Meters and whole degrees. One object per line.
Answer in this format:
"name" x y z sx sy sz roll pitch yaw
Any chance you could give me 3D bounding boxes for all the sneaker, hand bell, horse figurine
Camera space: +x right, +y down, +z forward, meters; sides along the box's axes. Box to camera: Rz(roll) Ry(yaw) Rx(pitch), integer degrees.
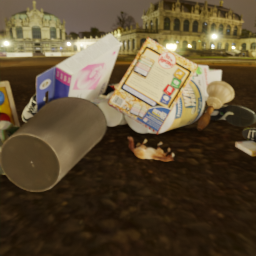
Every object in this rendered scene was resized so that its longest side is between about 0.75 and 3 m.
"sneaker" -3.078 -0.722 9.037 0.436 1.154 0.506 24 -25 -7
"sneaker" 4.797 -0.718 12.533 1.367 0.897 2.376 -15 20 -36
"sneaker" -1.123 -2.345 18.357 2.822 0.994 1.319 -10 -5 -11
"sneaker" 4.819 0.277 10.040 1.472 0.544 0.596 10 11 6
"hand bell" 3.439 -0.753 11.652 1.220 1.220 2.343 12 53 34
"horse figurine" 0.668 0.697 8.628 1.566 0.391 1.038 11 24 11
"sneaker" -3.301 0.482 8.476 1.301 1.129 2.937 5 17 -22

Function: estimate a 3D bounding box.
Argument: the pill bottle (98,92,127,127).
"pill bottle" -0.236 -0.935 12.226 1.481 1.481 2.589 7 18 22

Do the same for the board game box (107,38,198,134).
"board game box" 0.809 -1.363 9.197 1.926 2.542 0.589 32 -3 7

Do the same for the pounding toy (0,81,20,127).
"pounding toy" -5.014 -0.317 9.503 1.708 2.211 2.402 -4 12 32

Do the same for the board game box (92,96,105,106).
"board game box" -1.642 -1.186 13.198 1.809 0.461 2.691 22 12 23

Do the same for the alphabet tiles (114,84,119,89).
"alphabet tiles" 0.390 -2.005 12.740 1.917 0.140 1.875 -1 19 27

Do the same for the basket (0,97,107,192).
"basket" -2.036 0.368 7.548 2.388 1.801 2.649 -8 19 13

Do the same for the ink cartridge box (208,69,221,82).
"ink cartridge box" 4.880 -3.112 19.132 1.689 1.681 2.302 -14 22 -36

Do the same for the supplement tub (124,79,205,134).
"supplement tub" 1.438 -0.923 11.108 2.889 2.090 2.090 -15 22 -42

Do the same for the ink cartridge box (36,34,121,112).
"ink cartridge box" -1.643 -1.353 9.087 0.616 2.795 2.846 44 61 7

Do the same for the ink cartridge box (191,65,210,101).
"ink cartridge box" 2.830 -2.191 14.654 2.390 1.754 1.745 -1 -13 -20

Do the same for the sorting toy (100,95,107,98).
"sorting toy" -0.828 -1.412 15.386 1.380 0.737 1.242 13 13 36

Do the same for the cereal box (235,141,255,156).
"cereal box" 4.049 0.666 9.162 0.649 0.178 0.902 -4 17 -12
